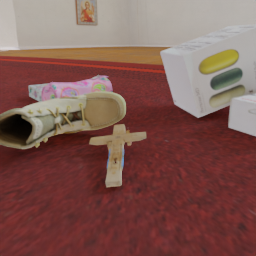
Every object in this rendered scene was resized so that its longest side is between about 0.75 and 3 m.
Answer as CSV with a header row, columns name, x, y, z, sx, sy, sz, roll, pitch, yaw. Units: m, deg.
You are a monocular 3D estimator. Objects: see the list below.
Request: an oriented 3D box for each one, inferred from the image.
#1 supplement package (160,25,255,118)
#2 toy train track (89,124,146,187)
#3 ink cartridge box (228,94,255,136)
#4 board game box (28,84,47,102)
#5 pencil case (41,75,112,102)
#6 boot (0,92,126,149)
name,x,y,z,sx,sy,sz,roll,pitch,yaw
supplement package,2.877,-1.955,9.313,2.719,2.063,2.048,-22,21,-6
toy train track,-0.217,0.574,5.921,1.271,0.361,2.216,-6,26,5
ink cartridge box,4.102,-0.398,7.820,2.156,0.899,1.566,-14,24,-34
board game box,-3.147,-1.420,11.280,1.153,0.502,1.563,-14,26,-37
pencil case,-1.708,-1.210,9.852,2.533,1.108,1.108,-18,27,-40
boot,-1.576,-0.210,6.625,2.791,1.006,2.158,-5,10,14
